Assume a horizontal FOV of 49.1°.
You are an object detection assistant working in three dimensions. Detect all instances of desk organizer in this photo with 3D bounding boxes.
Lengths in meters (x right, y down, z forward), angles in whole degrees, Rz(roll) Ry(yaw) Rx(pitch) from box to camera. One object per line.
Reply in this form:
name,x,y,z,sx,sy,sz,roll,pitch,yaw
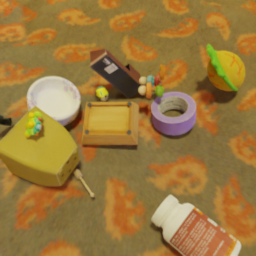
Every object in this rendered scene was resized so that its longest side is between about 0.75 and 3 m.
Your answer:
desk organizer,-0.443,-2.325,11.419,0.878,2.450,0.943,-29,48,25

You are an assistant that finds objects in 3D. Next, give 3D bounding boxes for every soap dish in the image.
soap dish,-0.695,-0.206,10.733,2.159,0.877,1.699,0,66,5

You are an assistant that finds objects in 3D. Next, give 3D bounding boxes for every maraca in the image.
maraca,3.895,-2.422,11.469,1.420,2.654,1.820,-32,61,30

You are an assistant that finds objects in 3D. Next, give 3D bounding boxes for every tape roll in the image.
tape roll,1.795,-0.587,11.093,1.724,0.733,1.724,-5,49,6

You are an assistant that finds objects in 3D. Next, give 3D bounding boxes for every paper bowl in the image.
paper bowl,-2.953,-0.962,11.173,2.010,1.045,2.010,6,63,-12

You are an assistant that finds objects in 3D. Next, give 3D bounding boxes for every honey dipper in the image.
honey dipper,-1.521,1.941,9.774,0.240,0.240,1.261,-32,52,-19

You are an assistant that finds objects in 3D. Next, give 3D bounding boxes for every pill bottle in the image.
pill bottle,1.947,3.182,8.402,2.430,1.363,1.363,36,64,21

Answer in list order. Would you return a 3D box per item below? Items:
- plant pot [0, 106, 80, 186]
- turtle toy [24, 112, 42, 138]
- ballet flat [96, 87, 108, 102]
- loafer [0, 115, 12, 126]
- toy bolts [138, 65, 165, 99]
plant pot,-2.845,0.889,9.643,2.036,1.977,1.990,28,60,12
turtle toy,-2.946,-0.144,8.812,0.470,0.678,0.930,11,48,-26
ballet flat,-1.058,-1.338,11.544,0.492,1.473,0.494,-21,89,0
loafer,-4.856,-0.306,10.579,0.358,1.056,0.371,3,85,25
toy bolts,0.896,-1.882,11.046,0.943,1.299,1.360,3,19,1
